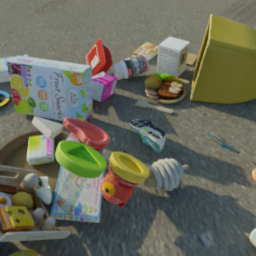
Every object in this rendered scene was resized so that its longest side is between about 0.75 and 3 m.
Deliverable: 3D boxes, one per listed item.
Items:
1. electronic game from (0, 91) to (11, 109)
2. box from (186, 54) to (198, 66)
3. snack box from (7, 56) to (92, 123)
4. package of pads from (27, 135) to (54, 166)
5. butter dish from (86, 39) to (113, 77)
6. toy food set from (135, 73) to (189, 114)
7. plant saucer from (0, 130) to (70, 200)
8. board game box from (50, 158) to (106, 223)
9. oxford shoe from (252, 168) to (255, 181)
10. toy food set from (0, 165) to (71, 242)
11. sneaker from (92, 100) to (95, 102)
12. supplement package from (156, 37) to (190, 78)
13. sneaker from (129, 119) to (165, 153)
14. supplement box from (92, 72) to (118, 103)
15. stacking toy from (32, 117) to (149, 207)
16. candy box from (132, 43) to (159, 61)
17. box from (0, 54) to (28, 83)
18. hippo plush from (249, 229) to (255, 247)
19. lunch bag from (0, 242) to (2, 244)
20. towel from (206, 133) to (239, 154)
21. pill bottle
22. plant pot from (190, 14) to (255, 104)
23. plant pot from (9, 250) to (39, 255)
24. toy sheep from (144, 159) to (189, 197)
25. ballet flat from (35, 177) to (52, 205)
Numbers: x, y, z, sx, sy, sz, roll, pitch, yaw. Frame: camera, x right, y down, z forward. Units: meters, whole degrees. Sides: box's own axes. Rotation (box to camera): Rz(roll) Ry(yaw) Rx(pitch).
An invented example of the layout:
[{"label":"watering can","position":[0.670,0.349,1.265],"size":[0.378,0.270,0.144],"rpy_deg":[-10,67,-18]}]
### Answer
[{"label":"electronic game","position":[-5.581,-1.148,11.648],"size":[1.328,0.276,1.328],"rpy_deg":[0,42,0]},{"label":"box","position":[3.041,-3.558,14.471],"size":[0.884,0.115,1.081],"rpy_deg":[19,46,21]},{"label":"snack box","position":[-2.859,-1.401,10.463],"size":[2.991,2.127,0.792],"rpy_deg":[10,34,10]},{"label":"package of pads","position":[-2.901,0.715,9.305],"size":[0.835,0.369,1.081],"rpy_deg":[-8,43,-9]},{"label":"butter dish","position":[-1.207,-3.124,13.113],"size":[1.091,1.475,1.471],"rpy_deg":[6,61,-37]},{"label":"toy food set","position":[1.559,-1.712,12.072],"size":[1.881,0.547,2.724],"rpy_deg":[16,44,17]},{"label":"plant saucer","position":[-2.816,1.155,8.941],"size":[2.972,0.438,2.972],"rpy_deg":[0,43,0]},{"label":"board game box","position":[-1.360,1.656,7.956],"size":[1.286,0.327,1.913],"rpy_deg":[7,50,-4]},{"label":"oxford shoe","position":[5.109,1.201,8.560],"size":[2.416,0.881,0.861],"rpy_deg":[-7,42,-8]},{"label":"toy food set","position":[-2.543,1.742,6.753],"size":[1.663,0.700,2.318],"rpy_deg":[22,15,-49]},{"label":"sneaker","position":[-1.624,-1.297,11.775],"size":[0.580,0.481,1.217],"rpy_deg":[24,46,-2]},{"label":"supplement package","position":[2.103,-3.305,13.188],"size":[1.079,1.432,1.087],"rpy_deg":[24,47,24]},{"label":"sneaker","position":[0.593,0.229,9.696],"size":[0.704,0.723,1.816],"rpy_deg":[-15,33,-26]},{"label":"supplement box","position":[-1.092,-1.696,11.533],"size":[0.757,0.773,1.495],"rpy_deg":[22,27,10]},{"label":"stacking toy","position":[-1.160,0.875,7.198],"size":[2.496,1.165,2.758],"rpy_deg":[10,23,-50]},{"label":"candy box","position":[0.941,-3.965,14.708],"size":[0.828,0.397,1.434],"rpy_deg":[25,48,26]},{"label":"box","position":[-5.863,-2.756,13.217],"size":[2.408,0.574,1.468],"rpy_deg":[-14,44,-15]},{"label":"hippo plush","position":[3.996,2.673,6.902],"size":[1.435,1.422,1.785],"rpy_deg":[15,52,-30]},{"label":"lunch bag","position":[-4.343,2.050,6.251],"size":[2.015,2.677,1.259],"rpy_deg":[13,44,14]},{"label":"towel","position":[2.999,0.508,8.891],"size":[1.027,0.111,0.753],"rpy_deg":[22,17,-36]},{"label":"pill bottle","position":[0.112,-2.792,12.960],"size":[1.526,0.869,0.869],"rpy_deg":[-20,45,-12]},{"label":"plant pot","position":[4.407,-2.668,11.667],"size":[2.841,2.759,2.778],"rpy_deg":[13,43,6]},{"label":"plant pot","position":[-2.397,3.309,5.933],"size":[1.205,1.241,1.213],"rpy_deg":[-17,44,-18]},{"label":"toy sheep","position":[1.133,1.402,8.255],"size":[1.496,1.032,1.032],"rpy_deg":[-16,44,-23]},{"label":"ballet flat","position":[-2.345,1.709,7.690],"size":[0.411,0.411,1.183],"rpy_deg":[-15,25,-16]}]
